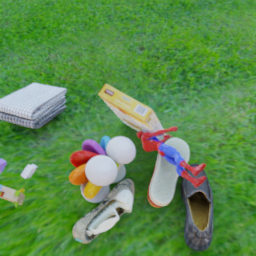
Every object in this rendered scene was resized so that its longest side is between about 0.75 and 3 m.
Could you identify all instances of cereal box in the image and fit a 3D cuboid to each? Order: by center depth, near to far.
[{"bbox_3d":[0.267,-0.407,10.329,2.017,2.803,0.554,31,82,25],"label":"cereal box"}]

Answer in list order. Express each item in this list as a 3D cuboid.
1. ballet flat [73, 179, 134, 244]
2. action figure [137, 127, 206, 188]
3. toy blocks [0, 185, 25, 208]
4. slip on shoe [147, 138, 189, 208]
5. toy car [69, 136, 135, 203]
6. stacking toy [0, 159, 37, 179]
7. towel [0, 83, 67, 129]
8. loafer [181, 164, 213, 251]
[{"bbox_3d":[-0.499,2.594,8.666,2.631,0.892,0.991,-37,18,-31],"label":"ballet flat"},{"bbox_3d":[1.544,0.616,9.396,1.444,0.952,2.917,-35,45,-25],"label":"action figure"},{"bbox_3d":[-3.773,2.118,8.875,0.796,1.165,0.582,19,65,-2],"label":"toy blocks"},{"bbox_3d":[1.358,1.486,9.770,1.077,0.889,2.906,27,52,1],"label":"slip on shoe"},{"bbox_3d":[-0.961,1.149,9.135,1.711,1.997,2.282,36,51,12],"label":"toy car"},{"bbox_3d":[-4.411,1.675,8.933,1.913,0.596,2.537,34,84,3],"label":"stacking toy"},{"bbox_3d":[-3.968,-0.935,11.729,1.984,1.026,2.396,12,34,22],"label":"towel"},{"bbox_3d":[2.287,2.280,8.971,1.068,1.061,2.935,1,47,3],"label":"loafer"}]
